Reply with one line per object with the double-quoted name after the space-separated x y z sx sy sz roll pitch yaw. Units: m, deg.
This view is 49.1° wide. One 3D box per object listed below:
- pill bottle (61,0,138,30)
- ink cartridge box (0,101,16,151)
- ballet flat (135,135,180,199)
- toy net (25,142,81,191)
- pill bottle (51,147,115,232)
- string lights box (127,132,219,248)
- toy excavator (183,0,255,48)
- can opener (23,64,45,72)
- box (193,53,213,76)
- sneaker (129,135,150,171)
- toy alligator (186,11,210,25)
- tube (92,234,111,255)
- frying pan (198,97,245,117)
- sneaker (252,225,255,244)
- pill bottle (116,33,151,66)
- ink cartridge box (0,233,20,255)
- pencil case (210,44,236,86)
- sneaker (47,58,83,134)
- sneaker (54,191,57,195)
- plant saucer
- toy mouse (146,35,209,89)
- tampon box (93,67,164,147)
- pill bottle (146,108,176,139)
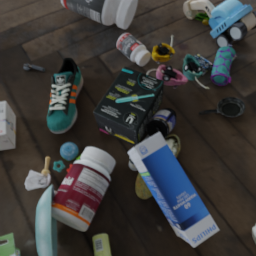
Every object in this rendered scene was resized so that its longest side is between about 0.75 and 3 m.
-1.179 -5.318 11.654 2.902 1.681 1.681 24 62 6 "pill bottle"
-4.225 -0.017 8.989 0.946 0.929 1.285 -10 60 -6 "ink cartridge box"
0.910 1.077 8.454 0.796 0.796 2.252 30 64 17 "ballet flat"
-2.192 1.300 8.565 1.956 0.378 1.026 -42 79 -19 "toy net"
-1.229 1.653 7.818 1.189 1.189 2.082 20 62 12 "pill bottle"
1.052 1.552 7.259 0.799 1.393 2.710 -30 85 -11 "string lights box"
3.655 -4.575 11.368 1.315 2.560 2.633 -35 93 -19 "toy excavator"
-3.641 -2.275 10.809 0.833 0.222 0.278 18 93 10 "can opener"
2.779 -2.476 10.891 0.678 0.196 0.853 -38 66 -20 "box"
0.590 0.647 8.806 0.582 0.564 1.594 28 63 16 "sneaker"
3.359 -4.747 12.106 1.767 0.425 0.586 15 85 7 "toy alligator"
-0.599 3.584 7.094 0.431 0.482 1.662 -8 55 -8 "tube"
3.322 -0.552 9.680 1.518 0.247 0.918 -31 51 -10 "frying pan"
3.516 2.380 6.656 0.938 2.569 0.909 26 69 33 "sneaker"
0.225 -3.029 10.889 0.761 0.761 1.314 -36 65 -19 "pill bottle"
-3.162 3.530 7.171 0.719 0.411 1.386 -16 60 -9 "ink cartridge box"
3.596 -2.347 10.534 0.742 0.683 1.606 12 60 19 "pencil case"
-2.231 -1.177 9.424 1.018 1.140 2.853 -2 53 8 "sneaker"
-2.259 2.239 8.042 0.349 0.331 0.866 -4 54 10 "sneaker"
-1.990 2.446 6.840 0.399 2.074 2.074 -4 59 -11 "plant saucer"
1.799 -2.015 10.086 2.492 0.543 2.804 40 49 10 "toy mouse"
0.075 -0.679 9.119 1.492 1.257 1.990 25 67 16 "tampon box"
1.115 -0.174 8.945 0.734 0.734 1.312 24 30 14 "pill bottle"
